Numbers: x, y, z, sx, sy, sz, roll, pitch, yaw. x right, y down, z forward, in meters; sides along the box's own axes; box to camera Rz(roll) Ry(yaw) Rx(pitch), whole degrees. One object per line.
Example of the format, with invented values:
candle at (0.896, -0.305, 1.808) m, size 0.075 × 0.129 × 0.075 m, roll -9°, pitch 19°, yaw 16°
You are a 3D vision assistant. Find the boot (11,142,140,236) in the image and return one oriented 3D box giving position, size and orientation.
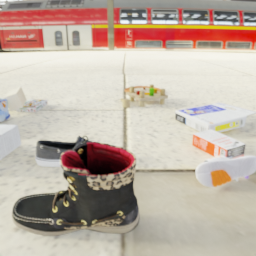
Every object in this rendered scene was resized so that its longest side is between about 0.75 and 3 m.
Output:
boot at (-0.993, 1.157, 5.107) m, size 2.516 × 1.895 × 0.921 m, roll 4°, pitch 42°, yaw 2°

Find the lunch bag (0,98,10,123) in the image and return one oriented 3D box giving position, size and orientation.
lunch bag at (-6.329, -0.554, 11.310) m, size 2.184 × 1.030 × 2.726 m, roll 7°, pitch 22°, yaw 23°

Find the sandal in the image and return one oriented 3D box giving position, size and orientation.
sandal at (2.472, 1.043, 7.205) m, size 1.808 × 0.693 × 0.518 m, roll -7°, pitch 14°, yaw -17°

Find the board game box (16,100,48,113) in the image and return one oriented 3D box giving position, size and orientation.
board game box at (-4.727, -1.101, 13.865) m, size 0.972 × 0.267 × 1.540 m, roll 1°, pitch 20°, yaw 5°

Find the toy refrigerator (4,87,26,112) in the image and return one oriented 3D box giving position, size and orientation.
toy refrigerator at (-5.323, -1.377, 13.226) m, size 0.645 × 0.700 × 1.845 m, roll -21°, pitch 22°, yaw -8°

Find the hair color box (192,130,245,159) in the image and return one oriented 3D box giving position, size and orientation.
hair color box at (2.873, 0.548, 9.015) m, size 0.825 × 0.476 × 1.488 m, roll -12°, pitch 22°, yaw -26°

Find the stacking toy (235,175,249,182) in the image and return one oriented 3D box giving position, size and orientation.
stacking toy at (3.167, 1.239, 7.574) m, size 0.612 × 0.191 × 0.812 m, roll 5°, pitch 18°, yaw 9°

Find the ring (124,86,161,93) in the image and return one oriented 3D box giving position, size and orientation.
ring at (0.898, -2.246, 17.146) m, size 2.265 × 0.217 × 2.265 m, roll 0°, pitch 21°, yaw 0°

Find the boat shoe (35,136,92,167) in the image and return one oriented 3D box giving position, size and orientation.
boat shoe at (-1.488, 0.625, 8.272) m, size 2.495 × 0.826 × 0.872 m, roll 0°, pitch 20°, yaw 0°

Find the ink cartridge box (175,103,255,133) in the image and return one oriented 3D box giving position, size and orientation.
ink cartridge box at (3.522, -0.440, 11.485) m, size 2.345 × 0.551 × 2.317 m, roll -10°, pitch 19°, yaw -20°

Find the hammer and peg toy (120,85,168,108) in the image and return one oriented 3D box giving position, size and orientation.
hammer and peg toy at (0.649, -1.709, 14.695) m, size 2.396 × 0.845 × 1.763 m, roll -8°, pitch 21°, yaw -22°

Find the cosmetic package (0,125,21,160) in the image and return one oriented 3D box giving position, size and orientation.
cosmetic package at (-4.296, 0.576, 8.493) m, size 1.081 × 0.787 × 2.126 m, roll 1°, pitch 21°, yaw 11°
